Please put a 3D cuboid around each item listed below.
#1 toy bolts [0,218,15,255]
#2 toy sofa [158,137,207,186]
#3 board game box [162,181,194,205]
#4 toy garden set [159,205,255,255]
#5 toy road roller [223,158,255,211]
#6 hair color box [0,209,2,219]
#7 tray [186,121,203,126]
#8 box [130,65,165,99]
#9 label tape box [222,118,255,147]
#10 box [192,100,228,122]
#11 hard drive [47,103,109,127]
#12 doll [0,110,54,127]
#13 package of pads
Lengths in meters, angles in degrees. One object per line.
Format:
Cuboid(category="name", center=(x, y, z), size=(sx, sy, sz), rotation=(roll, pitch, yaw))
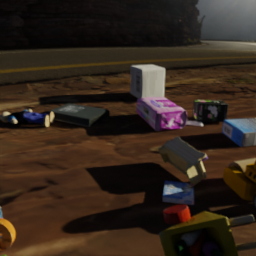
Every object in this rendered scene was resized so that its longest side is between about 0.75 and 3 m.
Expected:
Cuboid(category="toy bolts", center=(-2.493, 2.264, 4.589), size=(1.318, 1.259, 0.914), rotation=(-7, 13, 13))
Cuboid(category="toy sofa", center=(1.652, 0.941, 8.281), size=(0.774, 0.657, 1.586), rotation=(-33, 32, -13))
Cuboid(category="board game box", center=(1.321, 1.693, 7.359), size=(0.778, 0.169, 0.775), rotation=(4, 23, 10))
Cuboid(category="toy garden set", center=(1.717, 1.832, 2.869), size=(2.773, 2.312, 0.553), rotation=(-15, -1, 18))
Cuboid(category="toy road roller", center=(3.501, 1.103, 7.020), size=(1.268, 1.506, 2.063), rotation=(-7, 22, -17))
Cuboid(category="hair color box", center=(-3.501, 2.231, 5.362), size=(0.998, 0.604, 1.995), rotation=(7, 22, 19))
Cuboid(category="tray", center=(2.913, -0.207, 12.385), size=(0.774, 0.086, 0.416), rotation=(6, 23, 16))
Cuboid(category="box", center=(1.107, -2.739, 16.570), size=(1.519, 1.765, 1.774), rotation=(-8, 23, -19))
Cuboid(category="label tape box", center=(4.847, 0.127, 10.798), size=(1.914, 0.633, 1.372), rotation=(-3, 22, -12))
Cuboid(category="box", center=(3.685, -0.775, 12.707), size=(1.352, 0.840, 1.004), rotation=(2, 16, 2))
Cuboid(category="hard drive", center=(-2.292, -0.641, 13.065), size=(2.373, 0.390, 1.656), rotation=(11, 24, 26))
Cuboid(category="doll", center=(-4.566, -0.448, 12.337), size=(2.339, 0.567, 1.596), rotation=(5, 22, 11))
Cuboid(category="package of pads", center=(1.423, -0.692, 12.467), size=(1.459, 0.916, 2.422), rotation=(-7, 22, -16))
